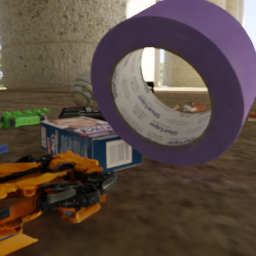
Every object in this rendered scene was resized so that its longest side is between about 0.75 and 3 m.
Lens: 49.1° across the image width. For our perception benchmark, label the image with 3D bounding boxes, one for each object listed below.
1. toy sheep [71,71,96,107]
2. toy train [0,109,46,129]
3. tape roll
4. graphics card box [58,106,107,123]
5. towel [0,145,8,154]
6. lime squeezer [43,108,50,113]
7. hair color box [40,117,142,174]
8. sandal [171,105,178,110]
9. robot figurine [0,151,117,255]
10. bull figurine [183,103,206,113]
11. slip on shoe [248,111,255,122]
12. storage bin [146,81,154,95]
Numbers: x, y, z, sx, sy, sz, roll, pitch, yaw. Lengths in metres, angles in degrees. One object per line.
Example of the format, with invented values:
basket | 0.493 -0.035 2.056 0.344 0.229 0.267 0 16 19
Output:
toy sheep | -1.337 -1.403 9.590 1.162 1.162 1.685 7 51 35
toy train | -4.010 -0.263 9.731 0.715 0.529 2.534 23 23 40
tape roll | 0.687 -0.662 4.471 2.462 2.462 1.046 7 38 34
graphics card box | -1.248 -0.224 8.853 1.736 0.704 2.767 -1 9 -10
towel | -3.576 0.576 6.116 1.519 0.181 1.100 0 12 8
lime squeezer | -4.071 -0.888 13.961 0.359 0.192 1.016 -3 10 -16
hair color box | -0.897 0.277 6.073 1.190 0.720 2.379 -8 13 -38
sandal | 1.608 -0.505 11.346 1.070 0.352 0.392 -31 -8 16
robot figurine | -1.319 0.815 3.191 2.400 0.699 1.740 -10 14 -41
bull figurine | 3.186 -0.981 13.780 1.311 0.427 0.796 -4 11 -23
slip on shoe | 5.314 -0.507 11.212 1.382 0.423 0.512 -5 10 -34
storage bin | 0.169 -1.122 11.369 1.087 1.568 2.319 6 12 25
